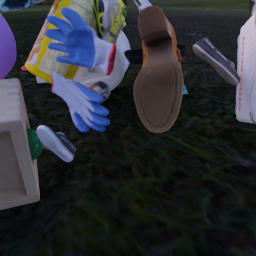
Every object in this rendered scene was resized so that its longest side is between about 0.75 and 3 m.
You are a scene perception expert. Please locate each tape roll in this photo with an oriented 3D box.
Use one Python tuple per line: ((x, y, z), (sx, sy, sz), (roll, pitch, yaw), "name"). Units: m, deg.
((-3.461, -1.693, 5.485), (2.300, 2.300, 0.754), (5, 50, 9), "tape roll")

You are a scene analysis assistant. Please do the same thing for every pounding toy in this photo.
((-2.835, 0.369, 5.785), (2.798, 2.576, 1.989), (-9, 41, -16), "pounding toy")

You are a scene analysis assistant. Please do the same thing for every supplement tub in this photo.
((-1.231, -1.168, 10.127), (0.749, 0.749, 1.222), (12, 31, 21), "supplement tub")

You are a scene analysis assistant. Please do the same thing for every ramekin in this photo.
((-1.349, -2.648, 10.816), (2.840, 2.840, 1.384), (1, 37, 2), "ramekin")

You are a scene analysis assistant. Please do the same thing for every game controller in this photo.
((0.829, -2.139, 8.068), (1.547, 0.624, 2.965), (6, 13, 9), "game controller")

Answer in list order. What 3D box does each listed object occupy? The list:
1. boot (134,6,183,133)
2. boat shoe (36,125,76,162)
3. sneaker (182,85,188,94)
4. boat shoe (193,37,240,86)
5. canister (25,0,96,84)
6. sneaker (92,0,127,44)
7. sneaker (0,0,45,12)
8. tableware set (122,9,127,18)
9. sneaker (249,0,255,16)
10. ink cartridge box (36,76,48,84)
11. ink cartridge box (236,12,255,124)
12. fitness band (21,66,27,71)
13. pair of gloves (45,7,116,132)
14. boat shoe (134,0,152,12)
((0.731, -0.982, 5.444), (0.830, 2.252, 1.742), (-1, -5, 17), "boot")
((-1.080, 0.196, 4.259), (0.279, 0.773, 0.274), (-4, 46, 32), "boat shoe")
((2.191, -1.589, 11.335), (0.331, 0.340, 0.853), (-3, 29, -4), "sneaker")
((1.952, -1.459, 5.970), (0.378, 0.444, 1.327), (-41, 69, 1), "boat shoe")
((-1.611, -2.809, 8.070), (1.269, 2.933, 2.178), (31, 15, -4), "canister")
((-0.453, -2.584, 7.481), (0.798, 2.089, 0.788), (-21, 74, -14), "sneaker")
((-2.298, -3.079, 6.530), (1.782, 0.692, 0.769), (-30, 55, -21), "sneaker")
((-0.433, -3.348, 8.920), (0.181, 1.182, 0.796), (-3, 50, -39), "tableware set")
((2.723, -2.683, 5.380), (0.727, 0.608, 1.642), (-1, -5, 18), "sneaker")
((-3.075, -2.937, 13.081), (2.460, 1.036, 1.779), (-9, 30, -17), "ink cartridge box")
((2.852, -1.092, 4.836), (1.196, 2.119, 2.887), (1, 4, 8), "ink cartridge box")
((-4.939, -3.056, 14.248), (0.669, 0.174, 0.932), (22, 34, 39), "fitness band")
((-0.710, -0.715, 3.898), (1.342, 1.669, 0.190), (35, 42, 30), "pair of gloves")
((0.604, -4.561, 10.654), (0.463, 0.510, 1.387), (-31, 82, -15), "boat shoe")
